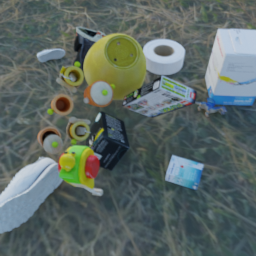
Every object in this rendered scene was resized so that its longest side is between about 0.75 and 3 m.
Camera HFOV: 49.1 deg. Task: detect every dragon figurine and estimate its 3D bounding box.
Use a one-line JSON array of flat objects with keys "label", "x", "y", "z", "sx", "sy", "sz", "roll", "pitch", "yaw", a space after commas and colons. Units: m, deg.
[{"label": "dragon figurine", "x": 3.089, "y": -0.870, "z": 10.817, "sx": 0.696, "sy": 0.412, "sz": 1.399, "roll": -34, "pitch": 58, "yaw": -25}]

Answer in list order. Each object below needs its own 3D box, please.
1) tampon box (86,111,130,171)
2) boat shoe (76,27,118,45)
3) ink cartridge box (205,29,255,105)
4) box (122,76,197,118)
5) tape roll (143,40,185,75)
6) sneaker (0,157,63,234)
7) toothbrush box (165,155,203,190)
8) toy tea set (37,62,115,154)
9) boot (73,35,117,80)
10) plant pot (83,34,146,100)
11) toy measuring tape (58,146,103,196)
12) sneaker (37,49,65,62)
[{"label": "tampon box", "x": -0.707, "y": 0.400, "z": 8.880, "sx": 0.925, "sy": 1.098, "sz": 1.465, "roll": 25, "pitch": 26, "yaw": -23}, {"label": "boat shoe", "x": -1.530, "y": -4.384, "z": 13.662, "sx": 2.193, "sy": 0.686, "sz": 0.781, "roll": 18, "pitch": 50, "yaw": 13}, {"label": "ink cartridge box", "x": 4.132, "y": -2.299, "z": 10.755, "sx": 1.700, "sy": 2.350, "sz": 1.730, "roll": 3, "pitch": 49, "yaw": 2}, {"label": "box", "x": 0.847, "y": -0.843, "z": 8.389, "sx": 1.218, "sy": 2.214, "sz": 0.384, "roll": 19, "pitch": 73, "yaw": -24}, {"label": "tape roll", "x": 1.596, "y": -3.226, "z": 12.681, "sx": 1.878, "sy": 0.657, "sz": 1.878, "roll": 0, "pitch": 49, "yaw": 0}, {"label": "sneaker", "x": -3.129, "y": 1.898, "z": 8.213, "sx": 1.067, "sy": 1.012, "sz": 2.650, "roll": 22, "pitch": 48, "yaw": 33}, {"label": "toothbrush box", "x": 1.770, "y": 1.405, "z": 8.844, "sx": 1.030, "sy": 0.439, "sz": 0.754, "roll": 16, "pitch": 51, "yaw": 15}, {"label": "toy tea set", "x": -1.435, "y": -0.461, "z": 7.797, "sx": 1.598, "sy": 0.994, "sz": 2.687, "roll": 26, "pitch": 78, "yaw": -27}, {"label": "boot", "x": -1.213, "y": -2.743, "z": 11.290, "sx": 1.855, "sy": 0.738, "sz": 2.131, "roll": 7, "pitch": 73, "yaw": -30}, {"label": "plant pot", "x": -0.329, "y": -2.296, "z": 9.708, "sx": 2.341, "sy": 1.662, "sz": 2.341, "roll": 2, "pitch": 82, "yaw": -11}, {"label": "toy measuring tape", "x": -1.105, "y": 1.112, "z": 7.385, "sx": 1.010, "sy": 2.747, "sz": 1.010, "roll": -5, "pitch": 66, "yaw": 11}, {"label": "sneaker", "x": -3.592, "y": -3.463, "z": 13.038, "sx": 1.272, "sy": 0.486, "sz": 0.512, "roll": -14, "pitch": 41, "yaw": -14}]
